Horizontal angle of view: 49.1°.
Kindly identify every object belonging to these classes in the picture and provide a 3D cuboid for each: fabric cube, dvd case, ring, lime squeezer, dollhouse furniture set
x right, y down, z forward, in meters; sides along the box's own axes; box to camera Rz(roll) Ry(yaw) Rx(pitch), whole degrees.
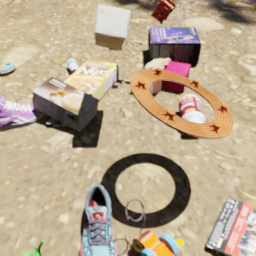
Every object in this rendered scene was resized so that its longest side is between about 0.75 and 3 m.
[{"bbox_3d":[2.130,-2.231,12.253,0.934,0.919,0.937,14,46,14],"label":"fabric cube"},{"bbox_3d":[3.434,2.833,7.106,2.355,0.259,1.719,13,43,33],"label":"dvd case"},{"bbox_3d":[1.376,-0.744,6.895,2.759,0.265,2.759,15,37,-11],"label":"ring"},{"bbox_3d":[-2.512,3.172,6.999,1.415,0.500,0.267,-27,61,15],"label":"lime squeezer"},{"bbox_3d":[0.876,-4.742,10.440,1.716,0.698,0.923,39,34,-2],"label":"dollhouse furniture set"}]

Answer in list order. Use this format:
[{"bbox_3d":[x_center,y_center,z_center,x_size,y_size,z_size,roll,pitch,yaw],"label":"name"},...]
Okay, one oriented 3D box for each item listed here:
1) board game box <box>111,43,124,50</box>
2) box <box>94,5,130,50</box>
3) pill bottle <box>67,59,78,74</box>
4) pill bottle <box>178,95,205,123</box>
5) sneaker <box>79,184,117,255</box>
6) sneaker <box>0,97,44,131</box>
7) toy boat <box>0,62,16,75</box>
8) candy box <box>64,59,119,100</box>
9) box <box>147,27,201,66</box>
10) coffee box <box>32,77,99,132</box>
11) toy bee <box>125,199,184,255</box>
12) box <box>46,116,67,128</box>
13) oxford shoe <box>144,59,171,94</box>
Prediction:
[{"bbox_3d":[-0.592,-4.576,15.066,0.650,0.395,0.816,6,44,6],"label":"board game box"},{"bbox_3d":[-0.527,-2.975,8.505,0.940,0.770,1.980,9,6,-6],"label":"box"},{"bbox_3d":[-2.611,-2.881,13.266,0.454,0.454,0.819,-14,46,-14],"label":"pill bottle"},{"bbox_3d":[2.374,-0.475,10.459,0.865,0.865,1.532,1,44,1],"label":"pill bottle"},{"bbox_3d":[-0.838,2.501,7.172,0.935,1.126,2.357,-6,44,-6],"label":"sneaker"},{"bbox_3d":[-4.239,-0.682,10.402,2.229,1.271,0.808,-21,46,-22],"label":"sneaker"},{"bbox_3d":[-5.933,-2.922,13.273,1.073,0.499,0.902,26,50,24],"label":"toy boat"},{"bbox_3d":[-1.635,-1.963,12.093,1.526,0.731,2.644,17,47,18],"label":"candy box"},{"bbox_3d":[2.222,-4.048,13.894,2.410,1.257,1.783,-1,43,0],"label":"box"},{"bbox_3d":[-2.363,-0.920,10.604,2.139,0.853,1.223,27,45,11],"label":"coffee box"},{"bbox_3d":[0.656,2.964,6.840,1.545,1.283,2.360,-5,66,-23],"label":"toy bee"},{"bbox_3d":[-2.705,-0.289,10.754,0.785,0.190,0.622,-1,44,-2],"label":"box"},{"bbox_3d":[1.110,-2.306,12.412,1.005,0.964,2.723,11,35,19],"label":"oxford shoe"}]
